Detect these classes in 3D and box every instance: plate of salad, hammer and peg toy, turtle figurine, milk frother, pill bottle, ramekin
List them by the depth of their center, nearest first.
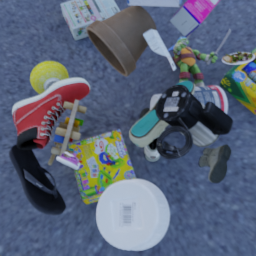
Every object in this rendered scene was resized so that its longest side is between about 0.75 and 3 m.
[{"bbox_3d":[0.080,2.270,7.405,1.904,0.928,1.904,-6,72,17],"label":"ramekin"},{"bbox_3d":[1.618,0.119,7.465,1.843,1.733,1.663,-58,34,0],"label":"milk frother"},{"bbox_3d":[-1.737,0.262,7.987,0.652,1.850,1.361,15,49,-12],"label":"hammer and peg toy"},{"bbox_3d":[3.476,-2.244,8.855,0.986,0.237,0.986,-11,31,7],"label":"plate of salad"},{"bbox_3d":[2.176,-0.747,10.318,2.510,1.501,1.501,-6,66,-15],"label":"pill bottle"},{"bbox_3d":[2.691,-2.714,11.033,2.567,1.847,2.489,-10,80,31],"label":"turtle figurine"}]

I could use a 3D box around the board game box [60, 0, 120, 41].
[{"bbox_3d":[-1.688,-5.211,12.872,2.330,0.749,1.719,-22,68,-10],"label":"board game box"}]

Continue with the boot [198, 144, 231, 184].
[{"bbox_3d":[1.934,0.865,6.515,0.368,0.709,1.086,45,56,-17],"label":"boot"}]

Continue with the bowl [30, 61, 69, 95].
[{"bbox_3d":[-2.660,-1.568,9.740,1.341,1.341,0.722,-25,44,-10],"label":"bowl"}]

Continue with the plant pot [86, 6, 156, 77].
[{"bbox_3d":[-0.092,-3.136,9.527,1.836,2.106,2.106,-44,73,-3],"label":"plant pot"}]

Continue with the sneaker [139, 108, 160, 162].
[{"bbox_3d":[0.888,0.090,10.493,0.797,0.952,2.152,-7,66,-2],"label":"sneaker"}]

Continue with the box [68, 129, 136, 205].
[{"bbox_3d":[-0.878,1.370,9.779,1.898,1.202,1.971,-16,67,-7],"label":"box"}]

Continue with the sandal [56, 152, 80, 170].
[{"bbox_3d":[-1.250,0.663,6.046,0.503,1.235,0.304,24,81,-5],"label":"sandal"}]

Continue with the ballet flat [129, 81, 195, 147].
[{"bbox_3d":[1.127,-0.384,8.827,2.729,0.948,0.948,-41,73,-15],"label":"ballet flat"}]

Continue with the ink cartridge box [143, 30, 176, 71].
[{"bbox_3d":[0.997,-2.325,8.585,0.323,1.095,1.367,-26,99,19],"label":"ink cartridge box"}]

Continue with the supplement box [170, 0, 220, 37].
[{"bbox_3d":[2.222,-3.891,9.181,0.819,0.802,1.585,43,66,-9],"label":"supplement box"}]

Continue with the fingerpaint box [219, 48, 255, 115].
[{"bbox_3d":[5.317,-2.025,11.437,2.325,0.853,1.939,-39,72,-15],"label":"fingerpaint box"}]

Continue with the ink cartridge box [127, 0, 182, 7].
[{"bbox_3d":[0.940,-4.422,8.880,1.597,0.894,2.341,6,28,10],"label":"ink cartridge box"}]

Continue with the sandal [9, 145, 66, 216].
[{"bbox_3d":[-2.565,1.391,7.848,0.521,0.926,2.435,-46,74,25],"label":"sandal"}]

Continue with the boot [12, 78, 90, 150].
[{"bbox_3d":[-2.085,-0.338,8.068,2.489,0.901,1.796,-26,50,0],"label":"boot"}]
